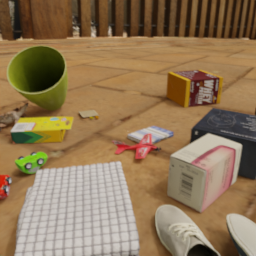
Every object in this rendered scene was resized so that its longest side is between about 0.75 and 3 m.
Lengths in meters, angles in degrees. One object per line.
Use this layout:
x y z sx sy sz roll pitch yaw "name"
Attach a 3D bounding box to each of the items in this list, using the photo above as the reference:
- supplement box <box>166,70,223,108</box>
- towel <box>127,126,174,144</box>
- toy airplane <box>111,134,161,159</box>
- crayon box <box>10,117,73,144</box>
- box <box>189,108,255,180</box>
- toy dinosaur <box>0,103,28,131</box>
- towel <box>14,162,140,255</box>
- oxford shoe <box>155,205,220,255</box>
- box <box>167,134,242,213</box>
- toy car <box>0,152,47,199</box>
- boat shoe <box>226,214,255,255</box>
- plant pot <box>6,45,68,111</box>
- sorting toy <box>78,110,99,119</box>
3.201 -1.975 13.743 1.956 1.299 1.930 -8 24 -18 "supplement box"
0.794 0.268 9.888 1.434 0.171 1.053 -18 26 -40 "towel"
0.249 0.624 8.859 1.612 0.296 1.612 -1 26 0 "toy airplane"
-2.961 0.056 9.936 1.973 0.501 1.253 -2 23 -4 "crayon box"
3.069 0.356 8.331 1.914 1.186 1.881 14 27 30 "box"
-4.606 -0.394 10.829 1.655 0.710 1.121 -14 25 -17 "toy dinosaur"
-0.956 1.728 5.358 2.017 1.042 2.436 -5 25 -9 "towel"
1.071 2.042 5.053 0.850 0.653 2.261 -7 21 -8 "oxford shoe"
1.878 1.021 6.829 0.969 1.137 1.779 21 30 40 "box"
-3.042 1.157 7.400 1.930 0.457 2.051 -19 30 -39 "toy car"
2.205 2.209 4.771 0.661 0.546 1.764 -4 25 -16 "boat shoe"
-3.452 -1.754 11.644 2.238 2.391 2.238 0 66 0 "plant pot"
-1.634 -0.525 11.844 0.753 0.135 1.010 -6 24 -23 "sorting toy"
